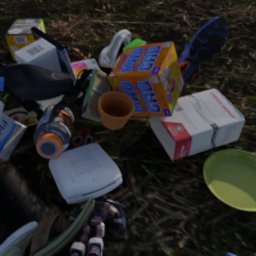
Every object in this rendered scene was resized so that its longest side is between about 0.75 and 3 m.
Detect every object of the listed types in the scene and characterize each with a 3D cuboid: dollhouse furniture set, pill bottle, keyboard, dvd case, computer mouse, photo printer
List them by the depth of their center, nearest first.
[{"bbox_3d":[-1.256,1.308,8.205,1.746,0.729,2.099,-18,27,-21],"label":"photo printer"},{"bbox_3d":[-2.537,-1.305,8.919,2.835,1.963,0.747,3,64,-39],"label":"computer mouse"},{"bbox_3d":[-2.424,0.126,9.172,1.122,1.122,2.112,-3,29,-4],"label":"pill bottle"},{"bbox_3d":[-1.071,-0.949,9.418,1.162,2.315,1.516,7,84,26],"label":"dollhouse furniture set"},{"bbox_3d":[-3.596,-1.131,9.661,0.789,1.314,0.169,-23,37,24],"label":"keyboard"},{"bbox_3d":[-2.726,-2.458,10.939,0.236,2.694,1.922,-41,61,-19],"label":"dvd case"}]

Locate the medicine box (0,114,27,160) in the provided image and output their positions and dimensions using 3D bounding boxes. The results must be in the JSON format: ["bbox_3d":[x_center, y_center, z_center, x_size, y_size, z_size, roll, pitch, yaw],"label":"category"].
[{"bbox_3d":[-4.353,0.169,9.252,1.398,0.720,1.274,27,85,12],"label":"medicine box"}]

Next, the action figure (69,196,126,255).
[{"bbox_3d":[-0.891,2.573,7.241,1.527,0.814,2.346,-3,26,11],"label":"action figure"}]

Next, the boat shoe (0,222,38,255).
[{"bbox_3d":[-2.910,3.144,6.880,0.584,0.678,1.882,42,65,16],"label":"boat shoe"}]

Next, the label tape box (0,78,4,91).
[{"bbox_3d":[-4.237,-1.272,7.878,1.212,0.401,0.868,2,-1,35],"label":"label tape box"}]

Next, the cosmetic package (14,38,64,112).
[{"bbox_3d":[-3.113,-1.878,10.235,0.837,2.349,1.191,36,59,26],"label":"cosmetic package"}]

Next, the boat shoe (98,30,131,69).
[{"bbox_3d":[-0.480,-3.887,13.917,0.882,1.014,2.751,23,52,14],"label":"boat shoe"}]

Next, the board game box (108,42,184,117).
[{"bbox_3d":[0.674,-1.579,9.363,1.724,1.724,1.726,2,48,29],"label":"board game box"}]

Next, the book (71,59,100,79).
[{"bbox_3d":[-2.132,-2.624,12.844,1.590,0.382,1.062,-16,59,-18],"label":"book"}]

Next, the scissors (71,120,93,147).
[{"bbox_3d":[-1.451,-0.007,10.066,0.747,0.142,2.043,17,48,-3],"label":"scissors"}]

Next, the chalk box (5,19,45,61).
[{"bbox_3d":[-5.055,-4.625,14.337,1.436,1.429,2.309,-1,43,1],"label":"chalk box"}]

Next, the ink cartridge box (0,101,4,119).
[{"bbox_3d":[-4.885,0.258,7.955,1.891,2.581,1.068,15,1,-16],"label":"ink cartridge box"}]

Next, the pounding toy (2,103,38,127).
[{"bbox_3d":[-4.171,-0.282,10.032,1.723,0.988,0.985,-19,56,-20],"label":"pounding toy"}]

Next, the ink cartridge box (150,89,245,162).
[{"bbox_3d":[2.344,-0.164,9.859,2.623,1.087,1.925,-15,46,-13],"label":"ink cartridge box"}]

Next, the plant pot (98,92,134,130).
[{"bbox_3d":[-0.392,-0.441,8.268,1.055,0.739,1.055,7,49,-8],"label":"plant pot"}]

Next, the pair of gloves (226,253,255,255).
[{"bbox_3d":[2.760,4.157,5.947,2.393,0.339,2.977,26,50,24],"label":"pair of gloves"}]

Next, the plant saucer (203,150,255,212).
[{"bbox_3d":[3.426,1.614,8.584,2.276,0.354,2.276,0,43,0],"label":"plant saucer"}]

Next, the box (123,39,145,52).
[{"bbox_3d":[0.309,-3.487,13.407,0.570,1.040,1.179,25,50,22],"label":"box"}]

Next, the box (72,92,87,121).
[{"bbox_3d":[-1.320,-0.863,9.755,1.012,0.714,0.399,-42,51,-16],"label":"box"}]

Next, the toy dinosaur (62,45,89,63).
[{"bbox_3d":[-2.763,-3.548,13.764,1.908,0.974,1.295,16,21,35],"label":"toy dinosaur"}]

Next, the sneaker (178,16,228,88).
[{"bbox_3d":[2.373,-2.707,9.719,1.025,2.721,1.067,23,44,-16],"label":"sneaker"}]

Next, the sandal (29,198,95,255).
[{"bbox_3d":[-1.964,2.617,6.607,2.887,1.146,0.824,-37,83,-19],"label":"sandal"}]
